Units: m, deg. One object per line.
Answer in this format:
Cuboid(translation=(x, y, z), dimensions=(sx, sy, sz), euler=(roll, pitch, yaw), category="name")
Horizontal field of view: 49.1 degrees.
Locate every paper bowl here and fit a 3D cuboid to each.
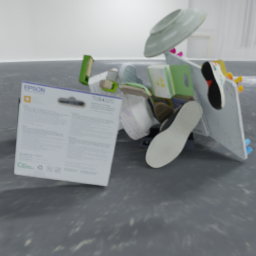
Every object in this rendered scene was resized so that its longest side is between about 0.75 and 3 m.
Cuboid(translation=(0.274, -0.496, 9.280), dimensions=(0.853, 1.641, 1.641), euler=(-25, 13, 15), category="paper bowl")

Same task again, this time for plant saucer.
Cuboid(translation=(3.161, -1.559, 11.738), dimensions=(2.084, 2.084, 0.505), euler=(-12, 19, 33), category="plant saucer")
Cuboid(translation=(1.321, -3.157, 8.894), dimensions=(2.316, 0.581, 2.316), euler=(-33, 24, 17), category="plant saucer")

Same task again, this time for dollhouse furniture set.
Cuboid(translation=(-0.311, -1.497, 8.259), dimensions=(2.141, 0.827, 1.070), euler=(12, -2, 8), category="dollhouse furniture set")

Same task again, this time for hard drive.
Cuboid(translation=(1.381, 0.364, 9.797), dimensions=(1.834, 0.388, 1.237), euler=(3, 21, 11), category="hard drive")
Cuboid(translation=(1.294, -0.821, 10.990), dimensions=(0.442, 1.407, 2.086), euler=(-45, 2, -13), category="hard drive")

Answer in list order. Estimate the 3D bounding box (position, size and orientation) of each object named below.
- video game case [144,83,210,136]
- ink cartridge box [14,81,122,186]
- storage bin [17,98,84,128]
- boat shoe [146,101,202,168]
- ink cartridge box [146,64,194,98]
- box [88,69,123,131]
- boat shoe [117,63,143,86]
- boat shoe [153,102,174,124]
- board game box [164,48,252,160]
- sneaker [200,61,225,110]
Cuboid(translation=(1.640, -0.647, 9.460), dimensions=(2.068, 1.882, 0.228), euler=(19, 58, 46), category="video game case")
Cuboid(translation=(-1.419, 0.165, 6.651), dimensions=(2.259, 2.301, 0.498), euler=(10, 16, -7), category="ink cartridge box")
Cuboid(translation=(-2.578, -0.434, 10.051), dimensions=(2.434, 1.141, 1.645), euler=(2, 3, -32), category="storage bin")
Cuboid(translation=(1.282, 0.169, 8.243), dimensions=(0.836, 2.264, 0.683), euler=(35, -4, -8), category="boat shoe")
Cuboid(translation=(1.228, -1.362, 8.259), dimensions=(0.324, 0.985, 1.353), euler=(-37, 33, -30), category="ink cartridge box")
Cuboid(translation=(-0.633, -1.132, 11.140), dimensions=(1.342, 2.053, 2.043), euler=(-22, 18, -4), category="box")
Cuboid(translation=(-0.076, -1.637, 9.156), dimensions=(0.628, 0.691, 1.879), euler=(27, -3, 20), category="boat shoe")
Cuboid(translation=(1.276, -0.349, 8.847), dimensions=(0.541, 1.504, 0.511), euler=(-40, 34, 14), category="boat shoe")
Cuboid(translation=(2.431, -0.797, 8.558), dimensions=(0.385, 2.977, 2.977), euler=(-35, 41, -8), category="board game box")
Cuboid(translation=(1.904, -0.902, 5.896), dimensions=(0.496, 1.062, 0.374), euler=(-6, -14, -31), category="sneaker")
